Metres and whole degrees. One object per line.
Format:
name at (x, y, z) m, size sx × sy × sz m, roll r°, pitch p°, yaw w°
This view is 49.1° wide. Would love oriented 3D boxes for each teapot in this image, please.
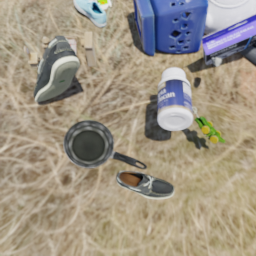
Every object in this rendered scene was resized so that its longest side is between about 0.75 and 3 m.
teapot at (3.620, -4.853, 10.054) m, size 2.836 × 2.098 × 2.873 m, roll -2°, pitch 81°, yaw 10°

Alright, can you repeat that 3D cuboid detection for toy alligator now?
toy alligator at (2.152, -0.016, 7.835) m, size 1.356 × 0.326 × 0.450 m, roll 49°, pitch 40°, yaw 2°

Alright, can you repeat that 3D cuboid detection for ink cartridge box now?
ink cartridge box at (3.498, -2.858, 8.998) m, size 2.226 × 2.247 × 0.488 m, roll -22°, pitch 84°, yaw 16°

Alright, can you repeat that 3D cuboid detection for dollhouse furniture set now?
dollhouse furniture set at (-2.408, -2.946, 10.091) m, size 2.363 × 1.046 × 1.225 m, roll -4°, pitch 64°, yaw -1°

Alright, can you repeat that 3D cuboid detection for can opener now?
can opener at (5.284, -2.316, 9.803) m, size 0.788 × 0.988 × 2.955 m, roll -37°, pitch 69°, yaw -17°

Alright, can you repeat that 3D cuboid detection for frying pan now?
frying pan at (-0.709, 0.530, 8.713) m, size 2.550 × 0.415 × 1.542 m, roll 4°, pitch 68°, yaw -10°

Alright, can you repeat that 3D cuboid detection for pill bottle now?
pill bottle at (1.219, -0.803, 7.435) m, size 0.890 × 0.890 × 1.602 m, roll 3°, pitch 56°, yaw 2°

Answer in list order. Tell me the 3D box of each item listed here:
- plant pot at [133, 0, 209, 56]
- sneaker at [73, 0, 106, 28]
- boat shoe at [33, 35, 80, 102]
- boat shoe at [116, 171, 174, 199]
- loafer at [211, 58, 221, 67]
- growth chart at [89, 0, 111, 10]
plant pot at (1.349, -4.104, 9.995) m, size 2.134 × 2.374 × 2.373 m, roll -11°, pitch 65°, yaw 0°
sneaker at (-1.468, -4.829, 11.105) m, size 1.794 × 0.735 × 0.663 m, roll 43°, pitch 62°, yaw 11°
boat shoe at (-2.313, -1.652, 8.564) m, size 1.026 × 2.856 × 0.966 m, roll -22°, pitch 81°, yaw -36°
boat shoe at (0.499, 1.629, 8.082) m, size 1.734 × 0.586 × 0.623 m, roll 14°, pitch 63°, yaw 5°
loafer at (2.624, -1.964, 8.424) m, size 0.264 × 0.755 × 0.263 m, roll 16°, pitch 105°, yaw 6°
growth chart at (-1.333, -5.203, 11.742) m, size 1.292 × 0.115 × 0.935 m, roll -19°, pitch 64°, yaw -10°
